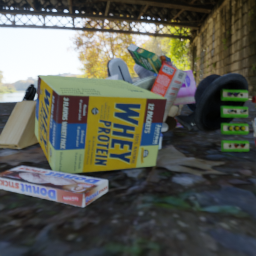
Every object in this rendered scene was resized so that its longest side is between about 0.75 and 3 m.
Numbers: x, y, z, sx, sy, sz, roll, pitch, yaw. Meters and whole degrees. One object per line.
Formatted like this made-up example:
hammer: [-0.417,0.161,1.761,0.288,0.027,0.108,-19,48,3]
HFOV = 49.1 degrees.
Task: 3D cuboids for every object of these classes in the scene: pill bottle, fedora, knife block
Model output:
pill bottle: [1.267,-2.467,14.027,1.171,2.059,1.171,-31,-11,-7]
fedora: [2.961,-1.002,9.603,2.288,2.288,1.045,-4,40,-26]
knife block: [-3.673,-0.521,10.153,0.802,2.199,2.505,1,8,13]

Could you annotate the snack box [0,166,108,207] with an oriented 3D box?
snack box: [-1.565,1.099,5.504,2.250,0.274,0.809,4,9,26]

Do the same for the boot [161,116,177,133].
boot: [1.195,-0.202,12.832,2.255,0.777,2.420,-5,3,15]

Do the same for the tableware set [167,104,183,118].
tableware set: [2.532,-1.160,15.711,1.493,0.453,2.259,-11,39,35]

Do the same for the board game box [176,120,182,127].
board game box: [2.344,-0.344,15.413,1.584,0.390,2.005,-5,9,-33]

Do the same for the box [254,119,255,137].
box: [6.010,-0.025,11.653,1.427,0.803,0.723,-6,9,-28]

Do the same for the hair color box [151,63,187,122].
hair color box: [1.365,-1.286,10.684,0.652,2.128,1.080,32,18,27]

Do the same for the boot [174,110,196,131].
boot: [3.308,-0.791,13.651,1.880,0.617,1.550,-44,25,2]

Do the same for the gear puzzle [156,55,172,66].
gear puzzle: [1.357,-2.890,11.886,1.167,0.604,0.153,4,-28,-21]

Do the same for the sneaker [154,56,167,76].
sneaker: [1.277,-1.803,12.746,1.151,2.936,0.968,5,12,10]

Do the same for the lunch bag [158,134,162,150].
lunch bag: [0.417,0.320,9.758,1.436,0.677,1.792,0,9,-9]

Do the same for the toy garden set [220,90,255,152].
toy garden set: [3.772,-0.236,8.829,1.636,1.963,0.392,1,-5,-10]

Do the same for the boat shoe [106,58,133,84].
boat shoe: [-0.181,-1.650,12.227,1.060,2.942,1.043,-19,23,-12]

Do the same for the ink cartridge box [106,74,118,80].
ink cartridge box: [-0.866,-1.480,10.756,1.200,0.966,0.301,-15,-41,24]

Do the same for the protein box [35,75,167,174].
protein box: [-0.901,-0.246,7.506,2.682,1.823,2.702,-1,18,-27]

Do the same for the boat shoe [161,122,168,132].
boat shoe: [0.484,0.059,11.110,2.136,0.730,0.789,2,29,-11]

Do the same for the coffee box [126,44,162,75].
coffee box: [0.655,-2.712,11.029,1.536,0.338,0.945,37,-9,41]

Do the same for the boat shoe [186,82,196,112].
boat shoe: [3.221,-1.890,14.544,2.571,1.082,0.883,42,-16,-26]

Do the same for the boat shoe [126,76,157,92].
boat shoe: [0.035,-1.300,11.150,2.844,1.061,0.885,-29,39,3]

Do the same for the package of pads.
package of pads: [2.460,-1.823,12.605,1.061,0.666,1.761,-4,49,3]
